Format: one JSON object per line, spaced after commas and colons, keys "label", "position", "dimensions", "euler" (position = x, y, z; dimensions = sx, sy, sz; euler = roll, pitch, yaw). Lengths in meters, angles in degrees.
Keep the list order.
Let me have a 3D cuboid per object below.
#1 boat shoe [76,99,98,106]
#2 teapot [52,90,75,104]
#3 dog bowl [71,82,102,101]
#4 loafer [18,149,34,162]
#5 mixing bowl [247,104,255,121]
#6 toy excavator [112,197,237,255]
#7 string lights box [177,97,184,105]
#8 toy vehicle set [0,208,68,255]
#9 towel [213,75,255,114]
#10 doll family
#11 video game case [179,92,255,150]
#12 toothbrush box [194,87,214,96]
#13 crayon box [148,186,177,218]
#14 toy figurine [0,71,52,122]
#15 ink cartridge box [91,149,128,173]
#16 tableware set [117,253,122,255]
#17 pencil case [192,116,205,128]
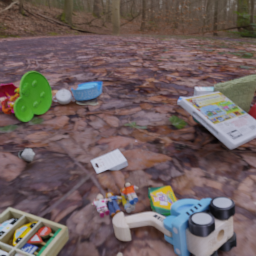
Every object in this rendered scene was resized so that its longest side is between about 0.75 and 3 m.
{"label": "boat shoe", "position": [-2.299, -1.515, 15.709], "dimensions": [1.263, 0.409, 0.454], "euler": [5, 24, 10]}
{"label": "teapot", "position": [-3.629, -1.651, 15.751], "dimensions": [0.927, 0.677, 0.914], "euler": [38, 62, 15]}
{"label": "dog bowl", "position": [-2.356, -2.179, 16.458], "dimensions": [1.507, 0.670, 2.704], "euler": [-4, 16, 10]}
{"label": "loafer", "position": [-3.652, 0.926, 9.937], "dimensions": [0.451, 0.452, 1.292], "euler": [21, -11, -26]}
{"label": "mixing bowl", "position": [6.513, -0.699, 13.349], "dimensions": [1.688, 0.914, 1.688], "euler": [-1, 24, 0]}
{"label": "toy excavator", "position": [1.082, 2.341, 6.738], "dimensions": [2.243, 1.152, 2.306], "euler": [-21, 19, -33]}
{"label": "string lights box", "position": [3.079, -1.516, 15.920], "dimensions": [0.419, 0.240, 0.816], "euler": [8, 26, 18]}
{"label": "toy vehicle set", "position": [-2.838, 2.974, 5.902], "dimensions": [1.834, 0.391, 2.952], "euler": [9, 26, 20]}
{"label": "towel", "position": [5.060, -1.389, 13.476], "dimensions": [2.836, 2.104, 0.517], "euler": [-17, 35, -26]}
{"label": "doll family", "position": [-0.308, 2.062, 7.869], "dimensions": [1.362, 0.614, 0.846], "euler": [-22, 35, -5]}
{"label": "video game case", "position": [3.500, -0.395, 10.236], "dimensions": [2.672, 0.306, 2.432], "euler": [-15, 51, -42]}
{"label": "toothbrush box", "position": [4.301, -1.517, 14.833], "dimensions": [1.572, 1.151, 0.671], "euler": [-1, 24, 0]}
{"label": "crayon box", "position": [0.993, 2.116, 7.847], "dimensions": [0.674, 0.331, 1.136], "euler": [-3, 25, -7]}
{"label": "toy figurine", "position": [-5.852, -1.417, 14.464], "dimensions": [2.684, 2.189, 2.916], "euler": [-3, 46, 26]}
{"label": "ink cartridge box", "position": [-0.677, 1.252, 9.966], "dimensions": [1.109, 0.316, 0.901], "euler": [-26, 31, -11]}
{"label": "tableware set", "position": [0.080, 3.360, 5.224], "dimensions": [2.195, 0.255, 1.834], "euler": [15, 29, 29]}
{"label": "pencil case", "position": [3.744, -0.215, 12.270], "dimensions": [0.894, 0.971, 2.101], "euler": [-36, 35, -5]}
